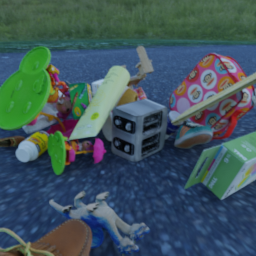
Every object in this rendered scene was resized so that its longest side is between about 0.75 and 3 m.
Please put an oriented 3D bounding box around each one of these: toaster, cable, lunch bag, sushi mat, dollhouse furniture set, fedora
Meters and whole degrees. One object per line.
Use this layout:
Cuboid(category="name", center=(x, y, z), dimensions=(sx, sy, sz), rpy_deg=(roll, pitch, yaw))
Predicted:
Cuboid(category="toaster", center=(0.340, 0.027, 7.876), dimensions=(1.573, 1.423, 0.934), rpy_deg=(-20, 34, -41))
Cuboid(category="cable", center=(-2.767, -0.136, 8.773), dimensions=(1.061, 0.367, 1.061), rpy_deg=(-18, 9, 28))
Cuboid(category="lunch bag", center=(2.385, -0.673, 8.063), dimensions=(0.986, 2.407, 2.120), rpy_deg=(0, 56, -36))
Cuboid(category="sushi mat", center=(2.351, -0.857, 6.359), dimensions=(2.957, 0.179, 1.415), rpy_deg=(-31, 1, 45))
Cuboid(category="dollhouse furniture set", center=(-0.197, -2.146, 10.902), dimensions=(1.340, 1.145, 2.585), rpy_deg=(-19, -3, -21))
Cuboid(category="lunch bag", center=(0.068, -1.066, 11.326), dimensions=(1.343, 0.625, 1.525), rpy_deg=(-21, 20, 7))
Cuboid(category="fedora", center=(-0.167, -0.808, 9.761), dimensions=(0.748, 1.835, 1.835), rpy_deg=(28, 28, 10))

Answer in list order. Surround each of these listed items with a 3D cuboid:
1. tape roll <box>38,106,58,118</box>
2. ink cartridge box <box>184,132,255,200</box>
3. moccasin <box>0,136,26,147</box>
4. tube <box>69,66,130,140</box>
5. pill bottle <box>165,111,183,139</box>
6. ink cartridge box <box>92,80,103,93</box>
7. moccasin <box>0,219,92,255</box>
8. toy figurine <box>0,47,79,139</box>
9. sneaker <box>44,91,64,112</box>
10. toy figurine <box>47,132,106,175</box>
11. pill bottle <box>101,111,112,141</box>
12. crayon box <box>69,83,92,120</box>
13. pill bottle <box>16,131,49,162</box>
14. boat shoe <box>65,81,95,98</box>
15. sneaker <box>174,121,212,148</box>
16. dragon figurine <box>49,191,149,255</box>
Cuboid(category="tape roll", center=(-3.767, -0.884, 10.846), dimensions=(2.457, 0.859, 2.457), rpy_deg=(0, 21, 0))
Cuboid(category="ink cartridge box", center=(2.268, 0.821, 5.969), dimensions=(2.107, 1.094, 0.625), rpy_deg=(-13, 45, -37))
Cuboid(category="moccasin", center=(-3.463, 0.410, 8.276), dimensions=(0.841, 0.308, 0.325), rpy_deg=(1, 16, -32))
Cuboid(category="tube", center=(-0.703, -0.698, 7.794), dimensions=(0.682, 0.762, 2.625), rpy_deg=(25, 55, 1))
Cuboid(category="pill bottle", center=(1.253, -0.060, 8.505), dimensions=(0.499, 0.863, 0.499), rpy_deg=(18, 44, -18))
Cuboid(category="ink cartridge box", center=(-1.092, -1.772, 13.167), dimensions=(1.011, 0.744, 0.731), rpy_deg=(20, 34, 41))
Cuboid(category="moccasin", center=(-1.498, 1.948, 3.529), dimensions=(0.979, 1.033, 2.676), rpy_deg=(18, 28, 38))
Cuboid(category="toy figurine", center=(-2.275, -0.677, 8.291), dimensions=(1.888, 2.514, 2.314), rpy_deg=(3, -21, 28))
Cuboid(category="sneaker", center=(-3.077, -1.394, 9.536), dimensions=(2.314, 0.935, 0.885), rpy_deg=(27, 78, 35))
Cuboid(category="toy figurine", center=(-1.284, 0.576, 7.311), dimensions=(1.303, 1.063, 1.415), rpy_deg=(0, 14, -31))
Cuboid(category="pill bottle", center=(0.118, -0.208, 8.955), dimensions=(1.773, 1.005, 1.005), rpy_deg=(-11, 24, -25))
Cuboid(category="crayon box", center=(-1.425, -0.822, 8.822), dimensions=(0.509, 1.039, 1.749), rpy_deg=(-7, 5, -2))
Cuboid(category="pill bottle", center=(-2.601, 0.523, 7.710), dimensions=(0.574, 0.574, 1.050), rpy_deg=(5, 23, 13))
Cuboid(category="boat shoe", center=(-1.736, -1.418, 11.346), dimensions=(1.853, 0.580, 0.659), rpy_deg=(30, 1, -16))
Cuboid(category="sneaker", center=(1.700, 0.093, 7.503), dimensions=(0.608, 0.681, 1.704), rpy_deg=(12, -15, -12))
Cuboid(category="dragon figurine", center=(-0.639, 1.666, 4.838), dimensions=(1.981, 0.985, 0.583), rpy_deg=(-10, 17, 29))
